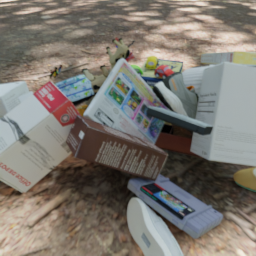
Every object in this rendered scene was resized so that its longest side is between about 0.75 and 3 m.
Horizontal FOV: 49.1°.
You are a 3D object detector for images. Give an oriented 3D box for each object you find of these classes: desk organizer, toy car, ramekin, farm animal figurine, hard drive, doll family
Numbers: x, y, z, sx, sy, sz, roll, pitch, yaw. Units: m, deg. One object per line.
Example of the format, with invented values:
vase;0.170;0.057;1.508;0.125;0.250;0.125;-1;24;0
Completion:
desk organizer;1.816;0.415;10.077;1.842;0.709;0.661;12;36;16
toy car;0.607;-2.131;10.024;1.657;0.393;1.761;-13;36;-13
ramekin;2.752;-1.191;10.986;1.322;2.518;2.518;5;33;22
farm animal figurine;-0.680;-1.853;10.521;2.457;2.485;1.296;-25;62;-8
hard drive;1.244;-0.175;6.713;1.419;0.233;0.990;22;10;24
doll family;-3.297;-2.584;12.817;0.351;0.517;0.894;23;50;-6

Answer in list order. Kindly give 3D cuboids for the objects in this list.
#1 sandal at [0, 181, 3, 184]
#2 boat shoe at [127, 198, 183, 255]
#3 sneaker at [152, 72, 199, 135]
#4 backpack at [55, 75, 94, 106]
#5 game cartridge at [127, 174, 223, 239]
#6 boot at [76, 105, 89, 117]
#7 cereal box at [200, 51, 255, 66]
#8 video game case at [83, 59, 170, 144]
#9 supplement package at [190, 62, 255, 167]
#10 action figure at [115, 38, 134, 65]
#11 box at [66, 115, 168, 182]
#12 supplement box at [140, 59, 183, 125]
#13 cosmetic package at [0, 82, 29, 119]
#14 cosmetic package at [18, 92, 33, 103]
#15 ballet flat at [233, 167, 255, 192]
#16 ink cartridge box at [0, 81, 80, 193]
sandal;-3.995;1.016;9.423;0.782;0.440;2.056;1;34;2
boat shoe;0.657;2.557;6.914;0.757;0.796;2.210;16;13;-29
sneaker;2.018;-0.639;9.282;1.116;2.815;1.040;-42;30;1
backpack;-1.983;-1.192;9.667;1.572;1.209;1.283;-1;7;17
game cartridge;1.228;1.961;7.529;2.288;0.439;1.483;30;14;36
boot;-1.422;-0.034;10.670;2.113;1.039;2.952;5;30;18
cereal box;3.341;-2.134;8.660;1.432;0.393;1.990;0;13;-13
video game case;0.109;-0.490;9.069;0.313;2.640;2.403;-10;45;50
supplement package;3.003;-0.386;8.198;1.610;2.656;1.591;9;3;-6
action figure;-0.070;-2.765;10.198;0.564;1.140;0.372;-21;3;19
box;-0.312;0.573;7.721;2.510;0.940;1.257;23;5;-26
supplement box;1.207;-1.335;11.302;1.518;2.259;2.262;10;35;15
cosmetic package;-4.432;-0.549;10.236;1.500;1.803;1.509;-3;27;19
cosmetic package;-3.066;-0.421;9.350;0.534;0.760;1.498;-29;61;-19
ballet flat;4.592;1.533;8.274;2.719;0.857;0.933;12;35;18
ink cartridge box;-2.626;0.302;8.024;2.707;1.987;1.122;-41;58;-11
